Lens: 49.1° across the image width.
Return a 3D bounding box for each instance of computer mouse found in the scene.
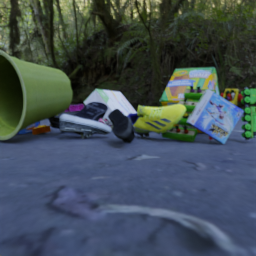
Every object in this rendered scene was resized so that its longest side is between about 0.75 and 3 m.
[{"bbox_3d":[-2.008,-0.407,11.327,1.821,0.597,2.594,15,32,12],"label":"computer mouse"}]

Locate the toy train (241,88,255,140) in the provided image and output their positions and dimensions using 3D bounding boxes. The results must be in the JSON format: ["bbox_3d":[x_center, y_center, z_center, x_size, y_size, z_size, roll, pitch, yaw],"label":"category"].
[{"bbox_3d":[3.773,-0.432,8.664,0.461,1.635,0.341,1,-5,-4],"label":"toy train"}]

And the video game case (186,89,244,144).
[{"bbox_3d":[2.575,-0.326,8.313,1.266,1.148,0.288,31,1,-3],"label":"video game case"}]

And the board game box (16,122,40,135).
[{"bbox_3d":[-5.285,-0.076,11.978,2.396,0.539,1.822,1,5,8],"label":"board game box"}]

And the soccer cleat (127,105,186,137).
[{"bbox_3d":[0.810,-0.354,9.285,0.834,1.079,2.579,-50,16,-30],"label":"soccer cleat"}]

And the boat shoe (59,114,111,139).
[{"bbox_3d":[-1.509,0.058,9.745,1.867,0.662,0.673,13,-10,-21],"label":"boat shoe"}]

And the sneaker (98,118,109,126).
[{"bbox_3d":[-0.963,-0.240,11.131,0.308,0.365,0.835,2,-19,17],"label":"sneaker"}]

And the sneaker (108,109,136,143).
[{"bbox_3d":[-0.071,0.060,8.383,0.594,1.032,1.979,-36,28,2],"label":"sneaker"}]

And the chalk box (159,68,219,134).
[{"bbox_3d":[2.786,-1.398,11.945,1.808,1.799,2.906,2,46,29],"label":"chalk box"}]

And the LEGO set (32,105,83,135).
[{"bbox_3d":[-3.344,-0.278,11.776,2.839,1.083,1.165,-9,6,-25],"label":"LEGO set"}]

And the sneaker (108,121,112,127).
[{"bbox_3d":[-1.031,-0.069,11.930,0.395,0.409,0.980,33,34,27],"label":"sneaker"}]

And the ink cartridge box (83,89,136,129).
[{"bbox_3d":[-0.646,-0.937,14.004,0.991,1.724,2.944,-43,-15,22],"label":"ink cartridge box"}]

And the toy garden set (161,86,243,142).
[{"bbox_3d":[2.494,-0.581,9.339,2.069,0.495,2.482,8,49,33],"label":"toy garden set"}]

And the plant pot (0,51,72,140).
[{"bbox_3d":[-3.367,-1.158,9.500,2.734,2.734,2.596,3,10,30],"label":"plant pot"}]
